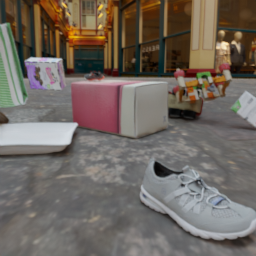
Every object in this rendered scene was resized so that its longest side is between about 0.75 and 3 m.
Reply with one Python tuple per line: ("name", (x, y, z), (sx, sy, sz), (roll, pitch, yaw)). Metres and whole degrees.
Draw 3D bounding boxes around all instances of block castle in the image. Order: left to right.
("block castle", (2.631, -1.644, 10.131), (1.934, 0.907, 1.293), (-9, -27, 2))

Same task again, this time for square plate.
("square plate", (-2.719, 0.267, 7.593), (2.501, 0.356, 2.477), (-1, 12, -5))

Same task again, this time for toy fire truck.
("toy fire truck", (2.299, -1.152, 12.121), (2.039, 1.491, 2.317), (9, -1, 25))

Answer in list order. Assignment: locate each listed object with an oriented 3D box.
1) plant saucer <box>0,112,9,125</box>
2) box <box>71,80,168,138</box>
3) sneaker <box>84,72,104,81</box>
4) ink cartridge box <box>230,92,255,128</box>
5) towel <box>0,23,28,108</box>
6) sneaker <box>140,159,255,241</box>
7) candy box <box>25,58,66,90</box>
("plant saucer", (-5.028, -0.599, 8.776), (2.499, 0.368, 2.499), (18, -18, 6))
("box", (-0.309, -0.767, 9.380), (2.848, 1.552, 1.821), (10, 17, 39))
("sneaker", (-1.182, -1.802, 9.526), (0.770, 0.315, 0.297), (5, 56, 26))
("ink cartridge box", (4.097, -0.601, 9.366), (1.040, 0.759, 0.438), (41, 10, 14))
("towel", (-4.243, -1.631, 8.041), (2.982, 2.275, 0.349), (-1, 19, 26))
("sneaker", (0.846, 0.912, 3.825), (1.791, 0.734, 0.669), (12, 17, 42))
("candy box", (-2.239, -1.468, 7.639), (0.945, 0.793, 0.338), (4, 30, 12))
